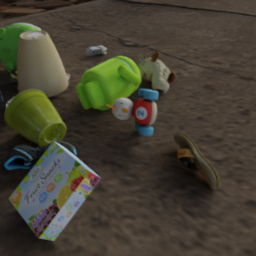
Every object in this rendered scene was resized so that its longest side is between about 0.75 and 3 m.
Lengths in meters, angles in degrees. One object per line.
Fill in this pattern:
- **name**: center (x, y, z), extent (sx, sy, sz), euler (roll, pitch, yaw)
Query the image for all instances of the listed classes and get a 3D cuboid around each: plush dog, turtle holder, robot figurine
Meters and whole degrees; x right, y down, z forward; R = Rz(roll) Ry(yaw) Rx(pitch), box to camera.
- **plush dog**: center (1.121, -2.341, 11.588), extent (1.833, 1.470, 1.574), euler (23, 13, 19)
- **turtle holder**: center (-4.919, -3.586, 12.770), extent (2.772, 2.106, 1.969), euler (-23, 25, 13)
- **robot figurine**: center (-0.622, -1.638, 10.175), extent (2.614, 1.512, 2.294), euler (-36, 24, -35)

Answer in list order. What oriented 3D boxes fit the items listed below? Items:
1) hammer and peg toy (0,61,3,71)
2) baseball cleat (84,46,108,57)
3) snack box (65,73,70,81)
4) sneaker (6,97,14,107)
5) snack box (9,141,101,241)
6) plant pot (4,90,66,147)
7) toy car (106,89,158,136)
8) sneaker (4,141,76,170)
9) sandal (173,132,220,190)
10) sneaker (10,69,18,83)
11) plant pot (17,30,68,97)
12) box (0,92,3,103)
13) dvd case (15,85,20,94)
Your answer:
- **hammer and peg toy**: center (-7.194, -2.988, 12.591), extent (2.602, 0.917, 1.914), euler (-24, 42, -34)
- **baseball cleat**: center (-1.601, -3.970, 14.478), extent (0.704, 0.461, 1.323), euler (25, 43, 32)
- **snack box**: center (-3.044, -2.190, 12.145), extent (0.882, 0.234, 0.627), euler (11, 39, 18)
- **sneaker**: center (-3.669, -0.760, 9.723), extent (0.840, 0.549, 1.461), euler (-7, 24, -5)
- **snack box**: center (-1.643, 1.344, 6.184), extent (1.397, 0.561, 1.657), euler (32, 80, 36)
- **plant pot**: center (-2.660, -0.151, 8.418), extent (1.477, 1.477, 1.422), euler (-29, 56, -35)
- **toy car**: center (0.047, -0.535, 8.464), extent (1.430, 1.319, 1.265), euler (4, 10, -12)
- **sneaker**: center (-2.319, 0.831, 7.421), extent (1.884, 0.690, 0.772), euler (-7, 21, 8)
- **sandal**: center (1.677, 0.857, 7.490), extent (0.570, 0.848, 2.111), euler (-28, 43, -2)
- **sneaker**: center (-4.410, -2.214, 11.921), extent (1.441, 0.583, 0.532), euler (-16, 68, -52)
- **plant pot**: center (-3.402, -2.525, 10.671), extent (1.952, 2.084, 1.952), euler (0, 37, 0)
- **box**: center (-5.863, -1.986, 10.531), extent (1.236, 1.754, 2.370), euler (-23, 41, -30)
- **dvd case**: center (-3.666, -1.705, 11.326), extent (1.557, 0.171, 1.137), euler (-25, 42, -16)
